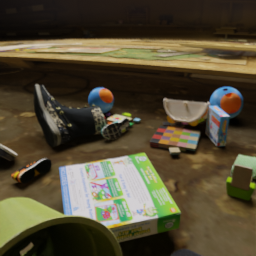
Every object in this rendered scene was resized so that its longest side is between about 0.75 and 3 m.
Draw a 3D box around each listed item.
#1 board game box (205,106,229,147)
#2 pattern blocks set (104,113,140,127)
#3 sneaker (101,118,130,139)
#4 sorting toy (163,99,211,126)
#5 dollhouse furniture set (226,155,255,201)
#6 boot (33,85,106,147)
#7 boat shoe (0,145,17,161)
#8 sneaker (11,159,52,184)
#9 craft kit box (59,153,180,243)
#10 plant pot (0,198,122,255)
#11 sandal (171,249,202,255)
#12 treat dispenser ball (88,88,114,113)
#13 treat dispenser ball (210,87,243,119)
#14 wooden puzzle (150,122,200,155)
[{"bbox_3d":[3.326,-0.090,10.523,0.336,1.177,1.202,-2,24,-5],"label":"board game box"},{"bbox_3d":[-0.408,-0.354,12.457,1.726,0.140,1.517,19,29,37],"label":"pattern blocks set"},{"bbox_3d":[-0.554,0.061,11.154,0.649,0.631,1.628,-8,10,36],"label":"sneaker"},{"bbox_3d":[2.620,-0.572,11.958,1.895,1.012,1.706,9,0,29],"label":"sorting toy"},{"bbox_3d":[3.762,1.028,7.963,1.481,1.134,2.261,12,26,26],"label":"dollhouse furniture set"},{"bbox_3d":[-2.411,-0.645,11.220,2.291,1.095,3.034,-11,51,-29],"label":"boot"},{"bbox_3d":[-4.848,0.773,9.411,2.566,0.932,0.805,16,70,22],"label":"boat shoe"},{"bbox_3d":[-2.892,1.227,8.397,0.569,0.443,1.266,5,21,30],"label":"sneaker"},{"bbox_3d":[-0.344,1.596,6.687,2.389,0.587,2.419,-10,30,-12],"label":"craft kit box"},{"bbox_3d":[-1.619,2.125,4.519,2.262,2.262,2.148,-17,17,-34],"label":"plant pot"},{"bbox_3d":[1.337,2.575,4.884,0.661,0.397,1.759,-17,-1,-21],"label":"sandal"},{"bbox_3d":[-1.301,-1.301,13.371,1.214,1.214,1.214,0,23,0],"label":"treat dispenser ball"},{"bbox_3d":[4.436,-1.121,12.689,1.436,1.436,1.436,0,23,0],"label":"treat dispenser ball"},{"bbox_3d":[1.826,0.388,10.656,1.640,0.194,2.766,8,24,18],"label":"wooden puzzle"}]
